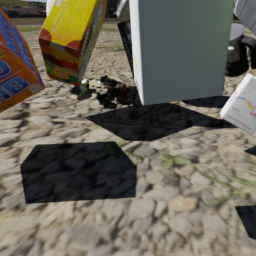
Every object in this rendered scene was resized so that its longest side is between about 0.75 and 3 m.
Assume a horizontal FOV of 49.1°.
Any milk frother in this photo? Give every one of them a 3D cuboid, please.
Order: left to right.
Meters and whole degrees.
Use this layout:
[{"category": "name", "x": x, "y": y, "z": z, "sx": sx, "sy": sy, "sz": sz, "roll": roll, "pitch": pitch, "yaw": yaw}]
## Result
[{"category": "milk frother", "x": 3.917, "y": -2.857, "z": 9.628, "sx": 1.483, "sy": 1.546, "sz": 1.643, "roll": 8, "pitch": 55, "yaw": 36}]

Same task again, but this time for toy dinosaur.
[{"category": "toy dinosaur", "x": -0.537, "y": -1.479, "z": 11.345, "sx": 1.504, "sy": 1.132, "sz": 2.216, "roll": -2, "pitch": 2, "yaw": -40}]

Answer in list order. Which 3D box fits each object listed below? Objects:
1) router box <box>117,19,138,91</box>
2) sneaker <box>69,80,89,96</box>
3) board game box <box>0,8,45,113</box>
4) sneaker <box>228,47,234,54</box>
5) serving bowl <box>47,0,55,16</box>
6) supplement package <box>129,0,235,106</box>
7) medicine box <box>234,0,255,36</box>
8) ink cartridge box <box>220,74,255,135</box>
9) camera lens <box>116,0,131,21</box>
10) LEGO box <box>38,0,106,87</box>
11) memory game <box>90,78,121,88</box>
[{"category": "router box", "x": 0.812, "y": -2.419, "z": 8.651, "sx": 1.707, "sy": 2.171, "sz": 0.567, "roll": -14, "pitch": 14, "yaw": 14}, {"category": "sneaker", "x": -2.223, "y": -1.717, "z": 12.092, "sx": 0.693, "sy": 0.610, "sz": 1.639, "roll": 0, "pitch": 15, "yaw": 14}, {"category": "board game box", "x": -3.307, "y": -1.530, "z": 6.120, "sx": 1.845, "sy": 1.845, "sz": 1.846, "roll": -28, "pitch": 67, "yaw": 2}, {"category": "sneaker", "x": 2.938, "y": -2.229, "z": 8.910, "sx": 0.880, "sy": 0.506, "sz": 0.331, "roll": -13, "pitch": 27, "yaw": 24}, {"category": "serving bowl", "x": -2.669, "y": -4.702, "z": 11.255, "sx": 0.754, "sy": 2.294, "sz": 2.294, "roll": 9, "pitch": 26, "yaw": 9}, {"category": "supplement package", "x": 0.708, "y": -1.293, "z": 4.074, "sx": 1.256, "sy": 1.613, "sz": 0.894, "roll": -8, "pitch": 35, "yaw": -4}, {"category": "medicine box", "x": 2.784, "y": -2.014, "z": 4.841, "sx": 1.649, "sy": 0.849, "sz": 1.502, "roll": 50, "pitch": 10, "yaw": 8}, {"category": "ink cartridge box", "x": 2.276, "y": -0.437, "z": 5.245, "sx": 0.667, "sy": 0.924, "sz": 0.391, "roll": 30, "pitch": 25, "yaw": 2}, {"category": "camera lens", "x": 0.704, "y": -4.355, "z": 10.287, "sx": 2.018, "sy": 1.614, "sz": 1.614, "roll": 30, "pitch": 25, "yaw": -7}, {"category": "LEGO box", "x": -1.622, "y": -3.172, "z": 8.821, "sx": 1.147, "sy": 2.972, "sz": 2.213, "roll": 17, "pitch": -19, "yaw": -3}, {"category": "memory game", "x": -1.068, "y": -2.175, "z": 13.525, "sx": 1.588, "sy": 0.101, "sz": 1.588, "roll": 1, "pitch": 25, "yaw": 0}]
